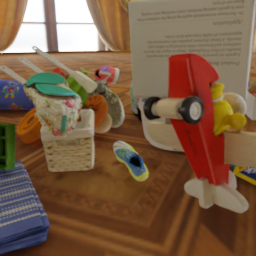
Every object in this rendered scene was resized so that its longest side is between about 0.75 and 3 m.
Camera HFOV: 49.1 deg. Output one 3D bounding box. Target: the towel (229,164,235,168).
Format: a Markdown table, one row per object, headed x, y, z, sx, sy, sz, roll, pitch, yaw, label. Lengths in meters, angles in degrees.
| x | y | z | sx | sy | sz | roll | pitch | yaw | label |
| --- | --- | --- | --- | --- | --- | --- | --- | --- | --- |
| 2.538 | 0.642 | 6.846 | 1.050 | 0.155 | 1.431 | -12 | 22 | -33 | towel |

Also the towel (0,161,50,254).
| x | y | z | sx | sy | sz | roll | pitch | yaw | label |
| --- | --- | --- | --- | --- | --- | --- | --- | --- | --- |
| -2.537 | 1.349 | 4.719 | 1.919 | 0.316 | 2.651 | -12 | 21 | -25 | towel |

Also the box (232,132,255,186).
| x | y | z | sx | sy | sz | roll | pitch | yaw | label |
| --- | --- | --- | --- | --- | --- | --- | --- | --- | --- |
| 3.081 | 0.445 | 6.148 | 0.772 | 0.708 | 2.203 | 28 | 34 | 27 | box |

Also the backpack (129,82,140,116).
| x | y | z | sx | sy | sz | roll | pitch | yaw | label |
| --- | --- | --- | --- | --- | --- | --- | --- | --- | --- |
| 1.237 | -1.176 | 10.111 | 2.355 | 1.491 | 1.965 | -1 | 22 | 8 | backpack |

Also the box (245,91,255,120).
| x | y | z | sx | sy | sz | roll | pitch | yaw | label |
| --- | --- | --- | --- | --- | --- | --- | --- | --- | --- |
| 5.172 | -0.782 | 9.911 | 1.733 | 0.845 | 1.078 | 2 | 19 | 7 | box |

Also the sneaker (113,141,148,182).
| x | y | z | sx | sy | sz | roll | pitch | yaw | label |
| --- | --- | --- | --- | --- | --- | --- | --- | --- | --- |
| 0.039 | 0.536 | 5.493 | 0.400 | 0.555 | 1.056 | -34 | 57 | -17 | sneaker |

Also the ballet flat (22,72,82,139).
| x | y | z | sx | sy | sz | roll | pitch | yaw | label |
| --- | --- | --- | --- | --- | --- | --- | --- | --- | --- |
| -1.728 | -0.572 | 6.125 | 1.116 | 0.943 | 2.951 | -2 | 19 | -19 | ballet flat |

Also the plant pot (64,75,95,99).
| x | y | z | sx | sy | sz | roll | pitch | yaw | label |
| --- | --- | --- | --- | --- | --- | --- | --- | --- | --- |
| -2.027 | -1.415 | 11.139 | 1.390 | 1.404 | 1.404 | 3 | 18 | -12 | plant pot |

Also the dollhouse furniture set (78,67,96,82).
| x | y | z | sx | sy | sz | roll | pitch | yaw | label |
| --- | --- | --- | --- | --- | --- | --- | --- | --- | --- |
| -1.980 | -2.344 | 13.420 | 0.628 | 0.813 | 1.627 | 2 | 22 | -22 | dollhouse furniture set |

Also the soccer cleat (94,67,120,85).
| x | y | z | sx | sy | sz | roll | pitch | yaw | label |
| --- | --- | --- | --- | --- | --- | --- | --- | --- | --- |
| -1.016 | -2.064 | 10.884 | 0.797 | 0.743 | 2.179 | 10 | 5 | -23 | soccer cleat |

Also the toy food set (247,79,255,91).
| x | y | z | sx | sy | sz | roll | pitch | yaw | label |
| --- | --- | --- | --- | --- | --- | --- | --- | --- | --- |
| 3.909 | -1.221 | 10.157 | 2.899 | 1.843 | 0.457 | -25 | 70 | -42 | toy food set |

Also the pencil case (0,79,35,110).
| x | y | z | sx | sy | sz | roll | pitch | yaw | label |
| --- | --- | --- | --- | --- | --- | --- | --- | --- | --- |
| -4.224 | -1.302 | 10.839 | 2.883 | 1.252 | 1.125 | 2 | -22 | 0 | pencil case |

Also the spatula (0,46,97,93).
| x | y | z | sx | sy | sz | roll | pitch | yaw | label |
| --- | --- | --- | --- | --- | --- | --- | --- | --- | --- |
| -2.414 | -1.537 | 8.576 | 2.565 | 0.206 | 1.783 | 34 | 58 | 11 | spatula |

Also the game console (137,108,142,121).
| x | y | z | sx | sy | sz | roll | pitch | yaw | label |
| --- | --- | --- | --- | --- | --- | --- | --- | --- | --- |
| 0.601 | -0.817 | 8.971 | 0.699 | 1.185 | 0.143 | -8 | 20 | 1 | game console |

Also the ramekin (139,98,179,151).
| x | y | z | sx | sy | sz | roll | pitch | yaw | label |
| --- | --- | --- | --- | --- | --- | --- | --- | --- | --- |
| 1.429 | -0.230 | 7.599 | 2.274 | 1.193 | 2.274 | -3 | 15 | 1 | ramekin |

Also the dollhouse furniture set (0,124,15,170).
| x | y | z | sx | sy | sz | roll | pitch | yaw | label |
| --- | --- | --- | --- | --- | --- | --- | --- | --- | --- |
| -3.266 | 0.387 | 5.485 | 1.776 | 0.891 | 1.163 | -1 | 1 | 30 | dollhouse furniture set |

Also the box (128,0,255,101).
| x | y | z | sx | sy | sz | roll | pitch | yaw | label |
| --- | --- | --- | --- | --- | --- | --- | --- | --- | --- |
| 1.794 | -2.200 | 7.492 | 2.787 | 2.399 | 2.800 | 5 | 22 | 22 | box |

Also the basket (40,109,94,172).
| x | y | z | sx | sy | sz | roll | pitch | yaw | label |
| --- | --- | --- | --- | --- | --- | --- | --- | --- | --- |
| -1.352 | 0.252 | 6.650 | 1.122 | 1.021 | 1.655 | -2 | 18 | -6 | basket |

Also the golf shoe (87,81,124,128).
| x | y | z | sx | sy | sz | roll | pitch | yaw | label |
| --- | --- | --- | --- | --- | --- | --- | --- | --- | --- |
| -0.509 | -0.737 | 9.699 | 1.196 | 0.963 | 2.459 | 31 | 18 | -39 | golf shoe |

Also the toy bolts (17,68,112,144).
| x | y | z | sx | sy | sz | roll | pitch | yaw | label |
| --- | --- | --- | --- | --- | --- | --- | --- | --- | --- |
| -1.926 | -0.384 | 8.639 | 2.486 | 1.805 | 2.603 | -42 | 37 | 1 | toy bolts |

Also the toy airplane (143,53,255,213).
| x | y | z | sx | sy | sz | roll | pitch | yaw | label |
| --- | --- | --- | --- | --- | --- | --- | --- | --- | --- |
| 1.412 | 0.128 | 4.504 | 2.357 | 2.346 | 1.663 | 41 | 61 | 16 | toy airplane |
